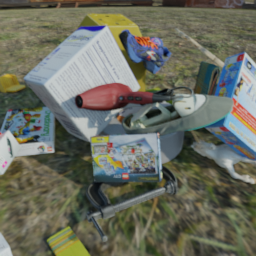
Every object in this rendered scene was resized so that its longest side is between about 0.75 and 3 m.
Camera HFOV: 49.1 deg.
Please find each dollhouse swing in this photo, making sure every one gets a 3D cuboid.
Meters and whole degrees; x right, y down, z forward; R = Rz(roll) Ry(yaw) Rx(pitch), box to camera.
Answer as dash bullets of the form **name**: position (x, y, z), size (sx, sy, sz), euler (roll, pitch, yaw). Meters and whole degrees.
- **dollhouse swing**: position (-5.357, -2.073, 12.878), size (0.796, 0.823, 0.906), euler (-7, 21, 34)

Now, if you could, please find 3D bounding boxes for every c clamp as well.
- **c clamp**: position (0.123, 1.555, 6.583), size (2.597, 0.352, 2.218), euler (-18, 20, -26)

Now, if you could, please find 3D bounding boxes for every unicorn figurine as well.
- **unicorn figurine**: position (2.933, 0.710, 7.800), size (1.771, 0.952, 2.579), euler (30, 22, 37)

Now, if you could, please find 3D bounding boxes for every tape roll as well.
- **tape roll**: position (0.364, 0.031, 8.830), size (2.780, 0.918, 2.780), euler (-1, 30, 0)

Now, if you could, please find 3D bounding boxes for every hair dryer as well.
- **hair dryer**: position (0.028, -0.832, 6.709), size (2.614, 0.710, 1.991), euler (-9, 3, -7)

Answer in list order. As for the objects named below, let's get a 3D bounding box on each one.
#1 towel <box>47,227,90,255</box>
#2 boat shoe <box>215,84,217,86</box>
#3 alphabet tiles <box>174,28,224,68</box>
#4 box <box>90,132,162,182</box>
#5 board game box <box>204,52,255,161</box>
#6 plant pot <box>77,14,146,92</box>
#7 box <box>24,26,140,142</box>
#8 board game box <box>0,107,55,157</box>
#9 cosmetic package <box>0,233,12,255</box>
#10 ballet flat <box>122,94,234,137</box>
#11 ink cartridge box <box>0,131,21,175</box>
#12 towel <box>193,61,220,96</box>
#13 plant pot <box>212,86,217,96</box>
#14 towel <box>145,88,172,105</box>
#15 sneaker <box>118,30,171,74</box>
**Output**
- **towel**: position (-1.087, 2.449, 5.401), size (0.523, 0.110, 1.216), euler (-25, 38, -29)
- **boat shoe**: position (4.508, -1.070, 10.926), size (2.738, 0.978, 0.900), euler (27, 30, 36)
- **alphabet tiles**: position (2.375, -2.592, 9.224), size (1.905, 0.142, 1.948), euler (24, 23, -32)
- **box**: position (-0.058, 0.715, 6.728), size (1.655, 1.130, 0.312), euler (-3, 6, 16)
- **board game box**: position (3.122, -0.455, 7.321), size (0.595, 2.130, 2.086), euler (-5, 58, 55)
- **plant pot**: position (-0.661, -2.614, 9.707), size (2.253, 2.305, 2.238), euler (-9, 40, -26)
- **box**: position (-1.154, -1.228, 7.708), size (1.220, 2.139, 2.326), euler (19, 61, 45)
- **board game box**: position (-3.292, 0.050, 9.306), size (1.637, 0.449, 2.593), euler (-6, 30, -12)
- **cosmetic package**: position (-2.869, 2.200, 5.370), size (0.763, 0.555, 1.500), euler (-25, 37, -37)
- **ballet flat**: position (1.036, -0.321, 6.619), size (2.716, 0.865, 0.915), euler (-20, 32, 28)
- **ink cartridge box**: position (-3.305, 0.415, 6.997), size (0.278, 1.110, 1.279), euler (-21, 25, 11)
- **towel**: position (2.717, -1.412, 10.103), size (0.275, 1.858, 2.533), euler (12, 18, 2)
- **plant pot**: position (3.629, -0.570, 9.545), size (1.657, 1.657, 1.438), euler (-7, 47, -12)
- **towel**: position (1.517, -1.003, 11.403), size (1.251, 0.263, 2.908), euler (-15, 33, -23)
- **sneaker**: position (0.525, -2.389, 8.288), size (2.333, 0.915, 0.879), euler (9, 49, -60)
